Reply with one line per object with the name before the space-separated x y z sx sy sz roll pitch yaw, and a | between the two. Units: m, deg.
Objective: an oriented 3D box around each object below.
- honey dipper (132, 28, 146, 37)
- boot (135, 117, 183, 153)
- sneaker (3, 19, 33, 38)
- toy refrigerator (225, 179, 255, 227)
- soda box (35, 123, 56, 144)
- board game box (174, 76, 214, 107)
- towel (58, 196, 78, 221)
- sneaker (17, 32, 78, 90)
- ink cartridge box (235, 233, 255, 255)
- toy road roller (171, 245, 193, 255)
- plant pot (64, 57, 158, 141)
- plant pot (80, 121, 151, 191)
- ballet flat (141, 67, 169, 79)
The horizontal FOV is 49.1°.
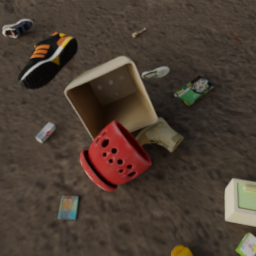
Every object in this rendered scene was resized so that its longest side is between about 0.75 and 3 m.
honey dipper | 0.591 -4.916 14.360 0.176 0.176 0.929 38 61 23
boot | 1.087 0.496 10.292 1.651 0.601 1.283 -38 68 -22
sneaker | -5.525 -4.944 14.111 1.570 0.616 0.623 -19 51 0
toy refrigerator | 4.587 2.459 8.615 2.901 1.015 1.101 9 55 7
soda box | -3.140 0.184 10.686 0.280 0.260 0.821 26 59 17
board game box | 2.826 -1.613 12.015 1.628 0.191 0.853 -36 64 -22
towel | -1.936 2.589 9.096 0.580 0.086 0.790 2 55 0
sneaker | -2.947 -2.365 9.677 1.167 0.907 2.595 30 64 21
ink cartridge box | 3.721 3.629 8.214 0.849 0.322 0.627 37 63 24
toy road roller | 1.641 3.789 7.850 0.611 0.726 0.994 -31 60 -20
plant pot | -0.577 -1.265 10.219 2.425 2.422 2.147 -22 31 9
plant pot | -0.434 0.989 9.020 1.710 1.878 1.878 -43 61 7
ballet flat | 1.101 -2.168 11.301 1.142 0.396 0.396 -11 54 11
